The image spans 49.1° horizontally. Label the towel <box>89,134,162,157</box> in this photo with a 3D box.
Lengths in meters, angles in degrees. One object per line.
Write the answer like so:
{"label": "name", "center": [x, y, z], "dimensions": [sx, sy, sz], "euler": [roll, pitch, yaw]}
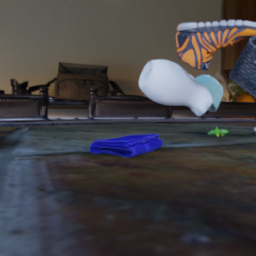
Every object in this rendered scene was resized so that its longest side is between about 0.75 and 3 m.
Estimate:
{"label": "towel", "center": [0.001, 0.605, 11.202], "dimensions": [1.985, 0.666, 2.688], "euler": [3, 5, 30]}

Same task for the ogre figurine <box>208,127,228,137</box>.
{"label": "ogre figurine", "center": [5.398, 0.262, 16.991], "dimensions": [1.135, 0.557, 0.680], "euler": [15, -2, 26]}

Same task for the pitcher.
{"label": "pitcher", "center": [1.690, -1.687, 10.457], "dimensions": [2.510, 1.522, 2.154], "euler": [19, 36, -21]}

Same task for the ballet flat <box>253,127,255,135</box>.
{"label": "ballet flat", "center": [8.234, 0.214, 17.580], "dimensions": [0.598, 0.598, 1.610], "euler": [0, 4, 2]}

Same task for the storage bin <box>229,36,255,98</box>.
{"label": "storage bin", "center": [4.558, -1.881, 8.238], "dimensions": [2.692, 1.262, 1.820], "euler": [-29, 62, -32]}

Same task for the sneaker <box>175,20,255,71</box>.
{"label": "sneaker", "center": [2.833, -2.567, 8.932], "dimensions": [2.653, 1.486, 1.029], "euler": [7, 13, 28]}

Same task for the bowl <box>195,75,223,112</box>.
{"label": "bowl", "center": [3.754, -1.778, 13.416], "dimensions": [1.945, 1.017, 1.945], "euler": [43, -3, 2]}
